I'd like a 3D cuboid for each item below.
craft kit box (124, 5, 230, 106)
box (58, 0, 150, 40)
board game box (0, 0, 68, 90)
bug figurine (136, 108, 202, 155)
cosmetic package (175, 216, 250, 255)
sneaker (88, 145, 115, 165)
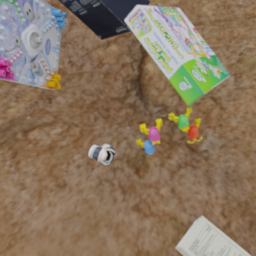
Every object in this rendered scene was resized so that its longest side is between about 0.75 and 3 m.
[{"bbox_3d":[1.656,-2.344,8.515,2.972,0.721,2.935,53,40,3],"label":"craft kit box"},{"bbox_3d":[-0.976,-4.600,10.081,2.377,2.611,1.359,38,81,-29],"label":"box"},{"bbox_3d":[-3.079,-2.877,9.280,0.379,2.927,2.926,7,93,22],"label":"board game box"},{"bbox_3d":[1.237,0.194,8.356,2.112,1.638,0.543,-20,60,5],"label":"bug figurine"},{"bbox_3d":[2.835,4.067,8.610,2.463,1.074,1.273,40,71,17],"label":"cosmetic package"},{"bbox_3d":[-0.477,0.605,6.167,0.411,1.035,0.406,21,94,18],"label":"sneaker"}]
